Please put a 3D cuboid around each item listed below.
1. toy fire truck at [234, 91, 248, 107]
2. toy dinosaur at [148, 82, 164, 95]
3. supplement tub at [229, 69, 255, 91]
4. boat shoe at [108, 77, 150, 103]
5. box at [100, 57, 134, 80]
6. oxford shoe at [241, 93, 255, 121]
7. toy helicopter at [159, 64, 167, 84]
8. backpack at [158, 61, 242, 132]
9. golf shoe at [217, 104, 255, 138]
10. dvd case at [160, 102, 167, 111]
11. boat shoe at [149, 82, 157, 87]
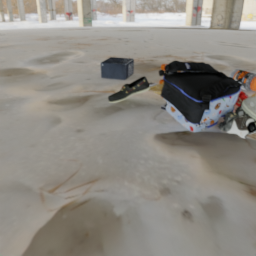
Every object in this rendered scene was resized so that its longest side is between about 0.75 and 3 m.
[{"bbox_3d":[4.604,-1.240,11.859,1.342,0.464,1.904,26,28,-10],"label":"toy fire truck"},{"bbox_3d":[1.460,-1.820,13.189,1.409,0.811,2.787,-13,20,-39],"label":"toy dinosaur"},{"bbox_3d":[6.134,-2.480,14.646,0.938,0.938,1.530,-13,28,-26],"label":"supplement tub"},{"bbox_3d":[-0.025,-1.749,12.875,2.042,0.640,0.747,-22,29,6],"label":"boat shoe"},{"bbox_3d":[-0.634,-3.618,16.993,1.596,0.989,1.569,9,27,18],"label":"box"},{"bbox_3d":[5.111,-0.215,9.175,1.103,0.847,2.934,-17,52,-43],"label":"oxford shoe"},{"bbox_3d":[2.766,-3.171,16.021,1.848,1.102,2.794,5,23,5],"label":"toy helicopter"},{"bbox_3d":[2.757,-1.167,10.401,2.543,2.056,2.669,-19,47,-21],"label":"backpack"},{"bbox_3d":[4.196,-0.199,10.131,1.104,0.908,2.336,37,42,26],"label":"golf shoe"},{"bbox_3d":[2.209,-0.824,11.824,1.386,0.171,1.041,22,33,23],"label":"dvd case"},{"bbox_3d":[1.224,-2.290,14.887,0.843,0.311,0.288,-24,68,-35],"label":"boat shoe"}]
